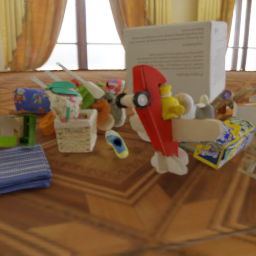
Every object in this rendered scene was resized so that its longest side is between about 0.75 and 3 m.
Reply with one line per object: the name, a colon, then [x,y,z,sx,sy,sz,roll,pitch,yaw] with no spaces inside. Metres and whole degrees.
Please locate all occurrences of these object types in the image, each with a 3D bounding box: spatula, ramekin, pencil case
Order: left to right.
pencil case: [-3.962,-1.296,13.392,2.883,1.252,1.125,3,-26,6]
spatula: [-2.385,-1.627,10.971,2.565,0.206,1.783,36,58,18]
ramekin: [1.290,-0.278,9.520,2.274,1.193,2.274,-2,11,0]

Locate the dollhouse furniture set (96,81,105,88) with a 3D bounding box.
dollhouse furniture set: [-1.431,-2.102,15.784,0.628,0.813,1.627,5,19,-16]

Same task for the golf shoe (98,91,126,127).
golf shoe: [-0.405,-0.701,11.837,1.196,0.963,2.459,32,18,-32]

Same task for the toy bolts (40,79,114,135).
toy bolts: [-1.934,-0.459,10.911,2.486,1.805,2.603,-41,30,3]

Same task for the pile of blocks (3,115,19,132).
pile of blocks: [-4.442,-0.252,10.792,1.458,0.599,0.453,9,18,30]

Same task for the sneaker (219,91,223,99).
sneaker: [4.423,-1.372,13.309,0.372,0.934,0.362,-8,-5,14]

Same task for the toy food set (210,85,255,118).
toy food set: [4.051,-1.028,11.862,2.899,1.843,0.457,-19,62,-38]

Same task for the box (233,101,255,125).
box: [5.266,-0.571,11.460,1.733,0.845,1.078,3,16,13]

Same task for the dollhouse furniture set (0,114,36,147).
dollhouse furniture set: [-3.615,0.066,7.872,1.776,0.891,1.163,-2,-4,35]

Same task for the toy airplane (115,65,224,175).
toy airplane: [0.944,-0.124,6.427,1.663,2.346,2.357,-36,65,-25]

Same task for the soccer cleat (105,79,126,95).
soccer cleat: [-0.741,-1.962,13.149,0.797,0.743,2.179,13,2,-17]

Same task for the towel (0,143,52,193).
towel: [-3.003,0.995,6.977,1.919,0.316,2.651,-8,16,-20]

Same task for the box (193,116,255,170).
box: [2.760,0.347,7.865,0.772,0.708,2.203,30,33,34]

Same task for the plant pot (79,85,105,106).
plant pot: [-1.743,-1.326,13.468,1.390,1.404,1.404,5,15,-6]

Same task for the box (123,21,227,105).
box: [1.711,-2.239,9.498,2.787,2.399,2.800,5,19,28]

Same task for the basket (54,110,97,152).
basket: [-1.589,0.061,8.838,1.122,1.021,1.655,0,14,0]

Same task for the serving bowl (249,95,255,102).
serving bowl: [6.703,-0.998,12.567,2.335,0.768,2.335,2,-6,0]

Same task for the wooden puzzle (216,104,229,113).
wooden puzzle: [4.033,-1.214,14.539,1.894,0.473,2.045,12,19,35]

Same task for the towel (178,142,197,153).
towel: [2.285,0.574,8.603,1.050,0.155,1.431,-7,17,-28]

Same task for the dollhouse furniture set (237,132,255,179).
dollhouse furniture set: [3.160,0.505,6.125,0.982,1.387,1.510,24,3,22]

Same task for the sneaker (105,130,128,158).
sneaker: [-0.334,0.308,7.526,0.400,0.555,1.056,-30,51,-14]

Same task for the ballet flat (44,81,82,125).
ballet flat: [-1.987,-0.806,8.407,1.116,0.943,2.951,1,15,-13]
